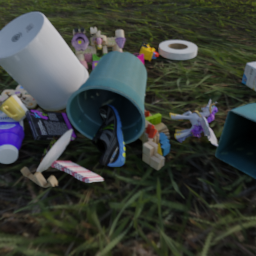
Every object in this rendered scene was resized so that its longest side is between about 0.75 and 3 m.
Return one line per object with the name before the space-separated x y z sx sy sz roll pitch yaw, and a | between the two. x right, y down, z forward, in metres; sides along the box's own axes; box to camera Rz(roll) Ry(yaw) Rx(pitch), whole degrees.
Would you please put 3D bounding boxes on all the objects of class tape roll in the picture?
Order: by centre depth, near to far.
tape roll | 3.064 -4.836 17.315 2.381 0.435 2.381 0 36 0

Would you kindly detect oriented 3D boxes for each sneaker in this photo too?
sneaker | -0.753 0.179 9.555 1.056 0.904 2.549 -5 53 -9

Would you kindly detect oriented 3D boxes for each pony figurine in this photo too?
pony figurine | 2.466 -0.087 9.931 1.694 1.411 1.635 -18 63 19

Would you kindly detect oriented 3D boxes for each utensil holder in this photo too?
utensil holder | -3.386 -2.511 10.984 2.548 2.998 2.548 -13 54 19

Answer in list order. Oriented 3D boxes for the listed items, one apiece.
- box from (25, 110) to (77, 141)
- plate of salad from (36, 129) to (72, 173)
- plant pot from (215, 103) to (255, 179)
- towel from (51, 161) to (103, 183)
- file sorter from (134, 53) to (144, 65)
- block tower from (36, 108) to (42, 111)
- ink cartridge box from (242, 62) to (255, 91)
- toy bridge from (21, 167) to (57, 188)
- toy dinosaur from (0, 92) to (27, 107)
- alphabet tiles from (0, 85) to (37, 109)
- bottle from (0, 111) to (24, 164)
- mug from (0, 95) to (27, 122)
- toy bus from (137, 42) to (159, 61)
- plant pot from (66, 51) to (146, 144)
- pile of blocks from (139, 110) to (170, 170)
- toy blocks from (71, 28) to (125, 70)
box | -2.692 -0.071 9.878 1.617 0.292 1.156 5 47 -48
plate of salad | -2.315 0.678 8.622 0.412 1.716 1.716 37 42 0
plant pot | 4.483 0.193 9.229 2.518 1.780 1.779 -23 41 -39
towel | -1.499 1.328 8.367 1.378 0.206 1.009 23 1 20
file sorter | 0.328 -3.587 15.342 0.651 0.722 1.038 18 39 28
block tower | -3.127 -0.280 10.845 1.350 0.365 0.390 33 65 31
ink cartridge box | 6.417 -2.402 13.386 1.038 1.043 1.421 -13 38 -17
toy bridge | -2.444 1.442 7.821 1.414 0.475 0.192 8 42 37
toy dinosaur | -4.430 -0.978 10.435 0.818 0.518 1.208 -15 0 28
alphabet tiles | -4.638 -1.432 12.759 2.344 0.171 2.292 0 33 -1
bottle | -4.301 0.156 9.922 1.146 0.896 2.744 -7 36 -18
mug | -3.960 -0.574 9.708 0.750 0.732 0.914 45 46 -7
toy bus | 1.231 -4.454 16.554 1.169 0.826 1.217 16 34 0
plant pot | -0.488 -1.203 9.964 2.650 2.650 2.596 7 47 9
pile of blocks | 0.950 0.126 9.957 1.226 0.928 2.986 -4 36 -6
toy blocks | -1.326 -3.151 13.418 2.576 2.320 2.756 -5 -2 -10
